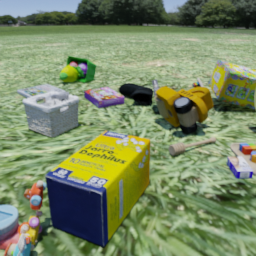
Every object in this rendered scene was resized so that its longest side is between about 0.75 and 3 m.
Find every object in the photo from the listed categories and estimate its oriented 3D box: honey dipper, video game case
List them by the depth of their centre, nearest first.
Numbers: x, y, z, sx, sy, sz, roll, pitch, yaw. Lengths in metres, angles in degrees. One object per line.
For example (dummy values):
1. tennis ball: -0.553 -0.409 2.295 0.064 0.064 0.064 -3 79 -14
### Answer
1. honey dipper: 2.132 0.540 9.068 1.868 0.355 0.355 -11 26 -30
2. video game case: -4.533 -1.857 14.650 1.770 0.214 1.942 -21 32 -39

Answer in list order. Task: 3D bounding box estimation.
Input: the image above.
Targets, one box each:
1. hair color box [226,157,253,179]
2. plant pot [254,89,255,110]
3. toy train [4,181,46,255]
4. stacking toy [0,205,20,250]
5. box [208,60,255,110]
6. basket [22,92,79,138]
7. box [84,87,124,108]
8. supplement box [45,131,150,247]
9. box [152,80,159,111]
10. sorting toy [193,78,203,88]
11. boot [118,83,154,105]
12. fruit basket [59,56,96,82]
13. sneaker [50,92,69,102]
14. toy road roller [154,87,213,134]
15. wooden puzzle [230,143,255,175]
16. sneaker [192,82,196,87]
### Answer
1. hair color box: 3.112 1.100 7.842 0.437 0.259 0.800 -1 22 -1
2. plant pot: 6.395 -1.044 9.893 2.565 2.790 2.790 -4 20 -43
3. toy train: -1.909 1.768 5.161 0.440 1.187 1.581 6 27 -4
4. stacking toy: -2.845 2.060 5.035 1.759 0.743 1.592 -9 25 -19
5. box: 5.015 -1.982 12.689 2.055 1.302 2.134 14 27 -3
6. basket: -2.798 -0.543 10.402 1.497 1.204 1.484 15 28 32
7. box: -1.199 -1.498 13.600 1.323 0.378 1.933 -12 27 -26
8. supplement box: -0.522 1.174 6.330 1.304 1.312 2.395 11 25 23
9. box: 1.270 -1.429 12.218 0.263 0.864 1.072 -12 59 8
10. sorting toy: 3.339 -1.580 12.873 0.354 1.010 1.017 -21 42 10
11. boot: 0.372 -1.632 13.499 1.888 0.699 1.547 10 21 5
12. fruit basket: -3.275 -3.508 17.059 2.197 1.585 2.197 11 10 -2
13. sneaker: -2.557 -1.117 10.421 0.834 0.342 0.312 -4 7 31
14. toy road roller: 2.154 -0.879 10.462 1.558 1.312 2.135 -33 35 -13
15. wooden puzzle: 4.094 0.798 8.365 1.533 0.383 1.655 -1 24 -2
16. sneaker: 3.830 -2.361 15.701 0.534 0.349 0.955 6 16 22
